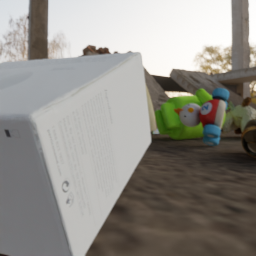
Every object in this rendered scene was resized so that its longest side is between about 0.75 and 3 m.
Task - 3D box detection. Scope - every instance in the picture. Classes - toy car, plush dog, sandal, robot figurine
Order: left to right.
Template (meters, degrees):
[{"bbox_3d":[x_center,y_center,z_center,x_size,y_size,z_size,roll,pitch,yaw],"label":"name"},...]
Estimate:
[{"bbox_3d":[2.282,-0.392,9.956,2.614,1.512,2.294,-5,-20,-21],"label":"robot figurine"},{"bbox_3d":[1.939,-0.371,7.841,1.430,1.319,1.265,12,-17,19],"label":"toy car"},{"bbox_3d":[4.548,-0.180,10.548,1.574,1.470,1.833,32,-9,-34],"label":"plush dog"},{"bbox_3d":[2.650,0.312,5.702,0.570,0.848,2.111,-21,3,10],"label":"sandal"}]

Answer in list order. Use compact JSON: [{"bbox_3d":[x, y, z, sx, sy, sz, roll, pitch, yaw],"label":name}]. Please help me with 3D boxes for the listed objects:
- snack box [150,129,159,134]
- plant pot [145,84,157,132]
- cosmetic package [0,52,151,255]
[{"bbox_3d":[1.021,0.151,12.813,0.627,0.234,0.882,-5,4,-42],"label":"snack box"},{"bbox_3d":[0.238,-0.936,12.025,1.952,2.084,1.952,-1,4,0],"label":"plant pot"},{"bbox_3d":[-0.854,0.041,2.416,1.680,1.036,1.685,2,26,21],"label":"cosmetic package"}]
